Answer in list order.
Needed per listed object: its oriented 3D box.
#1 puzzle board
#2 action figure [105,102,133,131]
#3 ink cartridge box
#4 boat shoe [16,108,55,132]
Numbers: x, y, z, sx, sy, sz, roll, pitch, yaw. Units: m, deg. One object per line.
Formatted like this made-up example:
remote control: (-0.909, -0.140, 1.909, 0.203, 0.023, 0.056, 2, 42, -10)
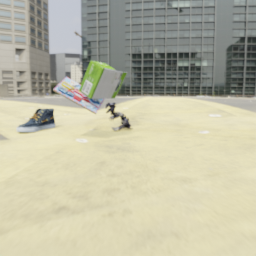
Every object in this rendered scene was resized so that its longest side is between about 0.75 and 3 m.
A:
puzzle board: (-1.896, -1.352, 11.208, 1.846, 0.161, 1.391, 30, 32, -7)
action figure: (-0.526, -0.418, 13.977, 0.946, 1.853, 1.101, -35, 37, 5)
ink cartridge box: (-0.949, -1.826, 11.035, 0.659, 1.286, 1.740, 35, 21, 23)
boat shoe: (-4.597, -0.414, 13.968, 0.831, 1.066, 2.349, 4, 10, 26)
